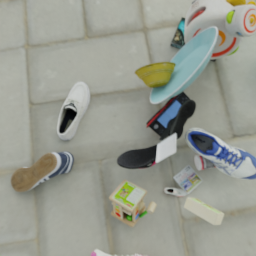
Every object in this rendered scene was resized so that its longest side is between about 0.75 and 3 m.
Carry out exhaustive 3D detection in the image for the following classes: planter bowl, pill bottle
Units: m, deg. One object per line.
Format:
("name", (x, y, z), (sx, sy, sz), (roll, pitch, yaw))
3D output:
("planter bowl", (0.936, -1.672, 9.233), (1.377, 1.377, 0.574), (-10, 85, -3))
("pill bottle", (2.841, 1.123, 9.678), (0.987, 0.546, 0.546), (-9, 75, -4))

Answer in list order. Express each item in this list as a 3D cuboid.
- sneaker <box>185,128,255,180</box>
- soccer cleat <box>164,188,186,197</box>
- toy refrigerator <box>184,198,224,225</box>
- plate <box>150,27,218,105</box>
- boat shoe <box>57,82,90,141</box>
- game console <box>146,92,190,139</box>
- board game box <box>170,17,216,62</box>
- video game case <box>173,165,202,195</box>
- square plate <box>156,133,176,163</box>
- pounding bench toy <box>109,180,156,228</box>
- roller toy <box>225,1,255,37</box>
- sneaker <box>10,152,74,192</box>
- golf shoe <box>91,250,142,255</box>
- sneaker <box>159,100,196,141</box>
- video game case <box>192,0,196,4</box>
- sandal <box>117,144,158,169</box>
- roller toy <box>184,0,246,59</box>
("sneaker", (2.903, 0.870, 8.817), (2.600, 1.146, 0.979), (28, 97, 18))
("soccer cleat", (1.615, 2.179, 9.517), (0.782, 0.333, 0.268), (9, 76, 3))
("toy refrigerator", (2.204, 2.404, 8.188), (1.067, 0.405, 0.373), (21, 94, 48))
("plate", (1.751, -1.842, 8.723), (0.376, 2.943, 2.943), (37, 77, -14))
("boat shoe", (-2.012, -0.687, 10.060), (0.819, 0.748, 2.275), (20, 76, 5))
("game console", (1.474, -0.394, 9.260), (1.670, 0.991, 1.439), (-46, 118, 8))
("board game box", (2.761, -3.493, 11.060), (1.882, 0.265, 1.273), (22, 76, 6))
("video game case", (2.011, 1.735, 9.423), (0.781, 0.086, 0.711), (-33, 74, -27))
("square plate", (1.118, 0.601, 8.077), (0.109, 0.758, 0.765), (38, 38, -23))
("pounding bench toy", (0.219, 2.512, 8.758), (1.367, 1.066, 0.849), (23, 47, 26))
("roller toy", (3.486, -3.212, 8.435), (0.990, 0.692, 0.903), (-36, 119, -16))
("sneaker", (-2.856, 1.479, 9.555), (2.287, 1.241, 0.802), (-30, 78, 24))
("golf shoe", (0.015, 4.329, 8.751), (2.433, 0.916, 1.113), (31, 67, 1))
("sneaker", (1.501, -0.183, 8.623), (0.460, 0.799, 1.533), (25, 93, -12))
("video game case", (3.201, -4.292, 10.249), (1.499, 1.071, 0.142), (43, 44, -24))
("sandal", (0.604, 0.986, 8.977), (2.038, 0.459, 0.765), (-13, 43, -26))
("roller toy", (2.974, -3.577, 9.817), (1.940, 2.127, 1.486), (3, 58, 11))
